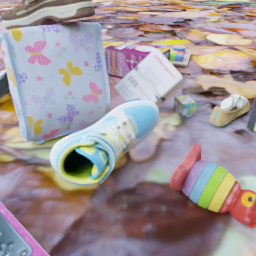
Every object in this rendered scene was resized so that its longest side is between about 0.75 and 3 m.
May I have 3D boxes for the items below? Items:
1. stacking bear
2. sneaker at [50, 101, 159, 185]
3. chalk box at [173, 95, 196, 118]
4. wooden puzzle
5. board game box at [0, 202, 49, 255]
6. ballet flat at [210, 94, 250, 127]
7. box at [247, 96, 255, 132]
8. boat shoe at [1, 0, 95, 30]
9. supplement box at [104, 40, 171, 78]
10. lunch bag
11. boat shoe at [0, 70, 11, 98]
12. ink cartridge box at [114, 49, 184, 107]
[{"bbox_3d":[1.793,1.228,5.487,1.683,0.957,1.022,30,60,24],"label":"stacking bear"},{"bbox_3d":[-0.302,0.316,5.913,2.774,1.103,1.811,-32,13,-10],"label":"sneaker"},{"bbox_3d":[1.843,-0.642,8.896,0.487,0.490,0.787,-10,34,-15],"label":"chalk box"},{"bbox_3d":[1.914,-3.642,13.719,2.147,0.537,2.318,9,33,15],"label":"wooden puzzle"},{"bbox_3d":[-2.699,1.971,4.072,2.900,0.932,2.139,30,42,31],"label":"board game box"},{"bbox_3d":[3.310,-0.690,8.788,0.740,0.680,2.157,24,39,33],"label":"ballet flat"},{"bbox_3d":[5.046,-0.949,7.840,2.817,2.092,1.751,-24,39,-33],"label":"box"},{"bbox_3d":[-2.040,-3.055,6.804,2.717,1.005,1.004,1,25,25],"label":"boat shoe"},{"bbox_3d":[0.392,-2.772,11.666,2.329,1.202,1.525,17,35,25],"label":"supplement box"},{"bbox_3d":[-1.918,-1.203,7.578,2.450,2.889,1.837,-16,18,-23],"label":"lunch bag"},{"bbox_3d":[-4.361,-1.494,9.632,0.748,0.859,2.331,7,39,30],"label":"boat shoe"},{"bbox_3d":[0.641,-1.268,8.283,1.219,1.669,0.704,52,9,15],"label":"ink cartridge box"}]
